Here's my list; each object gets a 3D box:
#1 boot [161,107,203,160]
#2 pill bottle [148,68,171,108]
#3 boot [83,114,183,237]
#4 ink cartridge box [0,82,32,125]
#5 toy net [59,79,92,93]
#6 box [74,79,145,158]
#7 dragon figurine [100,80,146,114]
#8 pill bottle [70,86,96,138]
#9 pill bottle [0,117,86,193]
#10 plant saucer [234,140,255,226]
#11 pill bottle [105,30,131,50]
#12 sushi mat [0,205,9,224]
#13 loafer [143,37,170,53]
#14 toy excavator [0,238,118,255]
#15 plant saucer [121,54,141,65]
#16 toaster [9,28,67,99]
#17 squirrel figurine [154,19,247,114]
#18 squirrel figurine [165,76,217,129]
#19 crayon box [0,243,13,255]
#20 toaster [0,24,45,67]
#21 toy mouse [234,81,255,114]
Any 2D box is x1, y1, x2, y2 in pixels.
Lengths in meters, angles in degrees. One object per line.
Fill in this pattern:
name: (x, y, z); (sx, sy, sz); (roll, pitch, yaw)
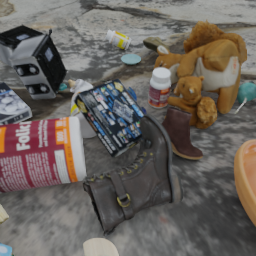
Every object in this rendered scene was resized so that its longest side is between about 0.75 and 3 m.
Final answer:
boot: (1.409, 0.145, 7.043); (1.276, 1.062, 0.462); (23, 26, 12)
pill bottle: (0.957, -1.201, 8.504); (0.620, 1.131, 0.620); (1, 46, -1)
boot: (-0.003, 0.906, 5.914); (1.953, 0.777, 2.244); (-13, 77, -15)
ink cartridge box: (-4.230, -0.509, 8.375); (1.984, 0.430, 1.965); (-31, 50, -28)
toy net: (-2.136, -1.430, 9.265); (1.944, 0.375, 1.020); (7, 39, 22)
box: (-0.314, -0.310, 7.041); (1.393, 0.403, 1.753); (-29, 78, -39)
dragon figurine: (-0.079, -0.867, 8.195); (0.484, 1.645, 0.818); (-42, 19, -28)
pill bottle: (-1.200, -0.517, 8.044); (0.866, 0.866, 1.585); (-4, 42, -5)
pill bottle: (-2.331, 0.617, 6.235); (2.611, 1.491, 1.491); (-7, 42, -8)
plant saucer: (3.039, 1.415, 5.419); (2.626, 0.492, 2.626); (21, 41, -19)
pill bottle: (-0.428, -3.697, 11.696); (0.983, 0.537, 0.537); (22, 40, -11)
sushi mat: (-3.240, 1.005, 4.975); (2.295, 0.139, 1.098); (52, 44, 7)
loafer: (1.166, -3.348, 11.160); (0.500, 0.564, 1.483); (-46, 49, -4)
toy excavator: (-1.633, 2.486, 4.216); (2.473, 2.405, 1.235); (29, 5, -22)
plant saucer: (0.115, -2.674, 11.056); (0.774, 0.149, 0.774); (1, 41, 0)
toaster: (-2.655, -1.899, 8.526); (0.974, 1.485, 1.642); (-6, 44, 14)
squirrel figurine: (2.241, -2.123, 9.087); (2.626, 1.991, 2.814); (10, 55, 41)
squirrel figurine: (1.872, -0.715, 7.785); (1.522, 1.420, 1.077); (33, 52, 23)
crayon box: (-2.509, 2.456, 4.969); (0.471, 0.231, 0.793); (21, 34, 31)
toaster: (-4.245, -3.184, 10.967); (1.575, 1.034, 1.742); (27, 48, 27)
toy mouse: (4.053, -1.220, 8.328); (2.376, 0.517, 2.674); (-30, 11, -2)
